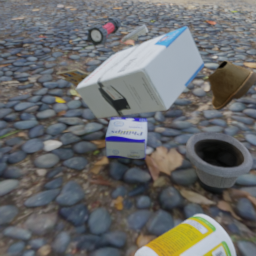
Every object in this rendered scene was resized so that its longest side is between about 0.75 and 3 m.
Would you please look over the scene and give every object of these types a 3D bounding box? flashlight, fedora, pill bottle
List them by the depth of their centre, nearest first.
[{"bbox_3d":[0.963,2.971,5.940,2.421,1.344,1.344,-20,39,-26],"label":"pill bottle"},{"bbox_3d":[2.811,1.117,8.928,1.973,1.007,2.231,-1,28,-4],"label":"fedora"},{"bbox_3d":[-0.857,-3.932,11.166,0.744,0.747,2.197,16,38,13],"label":"flashlight"}]

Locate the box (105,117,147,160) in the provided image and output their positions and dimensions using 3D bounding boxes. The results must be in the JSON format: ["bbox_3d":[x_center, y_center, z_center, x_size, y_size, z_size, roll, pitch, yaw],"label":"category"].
[{"bbox_3d":[-0.025,0.348,10.239,1.405,0.801,1.528,2,35,4],"label":"box"}]

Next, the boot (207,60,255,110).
[{"bbox_3d":[2.767,-1.226,8.071,1.003,2.657,0.978,37,86,8],"label":"boot"}]

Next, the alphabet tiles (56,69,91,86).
[{"bbox_3d":[-1.360,-1.649,10.230,2.060,0.078,2.476,19,-7,-37],"label":"alphabet tiles"}]

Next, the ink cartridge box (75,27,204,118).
[{"bbox_3d":[0.254,-1.433,7.887,2.934,1.228,2.129,-3,38,49],"label":"ink cartridge box"}]

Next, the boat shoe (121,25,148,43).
[{"bbox_3d":[0.300,-4.033,12.347,1.244,0.434,0.441,-28,18,15],"label":"boat shoe"}]
